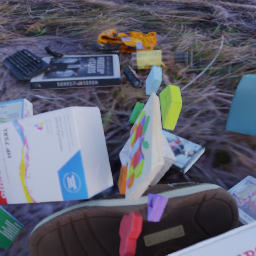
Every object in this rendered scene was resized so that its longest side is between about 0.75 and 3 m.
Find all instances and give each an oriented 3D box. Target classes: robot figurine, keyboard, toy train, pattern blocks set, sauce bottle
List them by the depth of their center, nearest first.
[{"bbox_3d":[0.182,0.274,3.637,0.179,1.939,2.205,15,36,-12],"label":"pattern blocks set"},{"bbox_3d":[0.160,-1.601,8.765,0.403,0.300,1.761,16,21,-20],"label":"toy train"},{"bbox_3d":[1.097,-2.402,9.770,1.927,0.624,0.624,0,34,12],"label":"sauce bottle"},{"bbox_3d":[-3.301,-2.413,9.805,1.775,0.288,2.794,-30,39,-21],"label":"keyboard"},{"bbox_3d":[-0.121,-3.589,11.553,2.457,0.715,1.782,7,30,10],"label":"robot figurine"}]

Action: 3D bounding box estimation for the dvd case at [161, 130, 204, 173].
[{"bbox_3d":[0.928,0.461,6.245,1.260,0.139,0.920,26,42,30],"label":"dvd case"}]

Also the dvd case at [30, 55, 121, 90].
[{"bbox_3d":[-1.682,-1.943,9.510,2.780,0.344,2.089,-4,35,-2],"label":"dvd case"}]

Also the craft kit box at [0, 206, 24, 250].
[{"bbox_3d":[-2.784,0.778,4.019,2.050,2.076,0.504,20,57,28],"label":"craft kit box"}]

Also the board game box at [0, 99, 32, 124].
[{"bbox_3d":[-2.815,0.192,5.481,1.854,0.317,1.246,-9,68,9],"label":"board game box"}]

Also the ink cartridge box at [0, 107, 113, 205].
[{"bbox_3d":[-1.391,0.462,4.276,2.109,1.225,0.709,-11,0,25],"label":"ink cartridge box"}]

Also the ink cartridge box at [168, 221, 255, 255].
[{"bbox_3d":[1.329,2.478,2.385,2.067,1.199,2.801,-11,35,-17],"label":"ink cartridge box"}]

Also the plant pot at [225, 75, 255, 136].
[{"bbox_3d":[2.908,-0.560,6.459,0.898,1.270,0.897,14,21,32],"label":"plant pot"}]

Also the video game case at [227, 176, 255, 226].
[{"bbox_3d":[2.259,1.345,4.988,1.006,0.116,0.916,-23,41,-29],"label":"video game case"}]

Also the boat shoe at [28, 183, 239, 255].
[{"bbox_3d":[0.077,1.445,4.271,2.934,1.084,1.085,-7,6,-3],"label":"boat shoe"}]

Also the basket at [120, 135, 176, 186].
[{"bbox_3d":[0.344,0.559,5.386,0.668,0.830,0.823,21,28,-26],"label":"basket"}]
